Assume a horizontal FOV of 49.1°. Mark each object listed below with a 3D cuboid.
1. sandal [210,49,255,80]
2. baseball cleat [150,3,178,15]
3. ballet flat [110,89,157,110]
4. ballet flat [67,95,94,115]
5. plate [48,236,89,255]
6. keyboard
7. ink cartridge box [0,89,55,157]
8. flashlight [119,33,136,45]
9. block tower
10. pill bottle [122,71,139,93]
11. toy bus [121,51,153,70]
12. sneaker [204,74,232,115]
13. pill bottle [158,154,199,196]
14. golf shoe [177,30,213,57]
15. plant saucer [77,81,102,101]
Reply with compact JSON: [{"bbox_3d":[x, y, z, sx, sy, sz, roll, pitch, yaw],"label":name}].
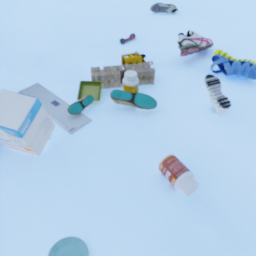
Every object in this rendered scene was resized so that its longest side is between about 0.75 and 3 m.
[{"bbox_3d":[3.776,-2.125,10.108,1.951,0.775,0.849,28,64,31],"label":"sandal"},{"bbox_3d":[1.908,-6.245,14.675,1.449,0.505,0.771,-11,43,-10],"label":"baseball cleat"},{"bbox_3d":[0.168,-0.856,8.780,1.496,0.488,0.528,17,71,5],"label":"ballet flat"},{"bbox_3d":[-1.503,-0.676,8.648,0.353,0.381,1.081,-12,17,47],"label":"ballet flat"},{"bbox_3d":[-1.160,2.517,5.449,0.807,0.103,0.807,-1,42,1],"label":"plate"},{"bbox_3d":[-2.419,-0.710,8.958,2.947,0.157,0.829,33,47,30],"label":"keyboard"},{"bbox_3d":[-2.709,-0.039,7.239,1.043,1.623,1.016,14,62,14],"label":"ink cartridge box"},{"bbox_3d":[-0.032,-3.940,12.341,0.804,0.273,0.272,-29,51,-29],"label":"flashlight"},{"bbox_3d":[-0.194,-1.820,9.798,2.188,0.591,0.633,-5,44,-6],"label":"block tower"},{"bbox_3d":[0.083,-1.352,9.032,0.528,0.936,0.528,0,43,0],"label":"pill bottle"},{"bbox_3d":[0.304,-2.576,10.614,1.098,0.601,1.164,16,45,17],"label":"toy bus"},{"bbox_3d":[2.702,-1.046,8.761,0.536,0.578,1.426,-12,62,-5],"label":"sneaker"},{"bbox_3d":[1.189,1.118,6.634,0.549,0.549,0.979,-23,47,-23],"label":"pill bottle"},{"bbox_3d":[2.707,-3.453,11.085,0.750,0.951,2.066,-6,14,47],"label":"golf shoe"},{"bbox_3d":[-1.255,-1.187,9.272,0.767,0.184,0.768,3,66,4],"label":"plant saucer"}]
